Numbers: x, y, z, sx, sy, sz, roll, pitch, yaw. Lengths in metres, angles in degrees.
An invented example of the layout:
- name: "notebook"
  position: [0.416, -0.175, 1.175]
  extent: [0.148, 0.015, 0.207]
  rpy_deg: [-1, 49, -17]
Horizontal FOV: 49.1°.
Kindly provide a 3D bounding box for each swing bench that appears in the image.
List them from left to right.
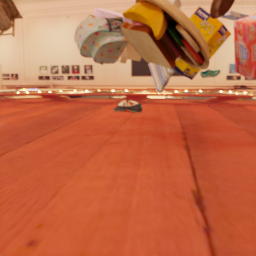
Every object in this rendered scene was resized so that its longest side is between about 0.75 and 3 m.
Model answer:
- name: "swing bench"
  position: [-4.454, -4.025, 9.952]
  extent: [0.740, 1.141, 1.135]
  rpy_deg: [-1, -32, 10]

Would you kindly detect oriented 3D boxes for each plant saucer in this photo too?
- name: "plant saucer"
  position: [2.378, -3.111, 6.857]
  extent: [0.177, 0.965, 0.965]
  rpy_deg: [42, 32, 27]

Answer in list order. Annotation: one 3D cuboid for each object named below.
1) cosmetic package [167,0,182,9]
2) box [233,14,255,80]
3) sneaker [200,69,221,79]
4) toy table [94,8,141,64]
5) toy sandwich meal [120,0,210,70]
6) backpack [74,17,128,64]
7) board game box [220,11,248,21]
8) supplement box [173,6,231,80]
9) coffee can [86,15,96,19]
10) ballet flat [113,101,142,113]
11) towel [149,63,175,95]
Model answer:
- name: "cosmetic package"
  position: [1.208, -3.556, 8.602]
  extent: [0.396, 0.976, 0.551]
  rpy_deg: [31, 2, 25]
- name: "box"
  position: [3.740, -2.403, 8.322]
  extent: [0.850, 1.657, 0.785]
  rpy_deg: [-20, 33, -7]
- name: "sneaker"
  position: [3.386, -2.265, 11.572]
  extent: [0.844, 0.336, 0.327]
  rpy_deg: [-7, 47, 32]
- name: "toy table"
  position: [-0.515, -3.677, 11.168]
  extent: [2.595, 1.653, 2.823]
  rpy_deg: [8, 23, -16]
- name: "toy sandwich meal"
  position: [0.928, -2.369, 7.629]
  extent: [2.928, 1.003, 2.928]
  rpy_deg: [43, 3, -3]
- name: "backpack"
  position: [-0.860, -2.729, 8.792]
  extent: [1.541, 1.182, 1.355]
  rpy_deg: [-3, -26, -30]
- name: "board game box"
  position: [4.038, -4.361, 10.900]
  extent: [0.901, 0.196, 0.905]
  rpy_deg: [5, 17, -21]
- name: "supplement box"
  position: [2.302, -2.827, 9.601]
  extent: [1.113, 2.033, 1.106]
  rpy_deg: [49, 24, 25]
- name: "coffee can"
  position: [-1.721, -4.481, 12.339]
  extent: [0.580, 0.793, 0.580]
  rpy_deg: [22, -26, 12]
- name: "ballet flat"
  position: [-0.023, -1.228, 15.779]
  extent: [1.822, 0.666, 0.666]
  rpy_deg: [5, 12, 28]
- name: "towel"
  position: [1.670, -3.026, 13.453]
  extent: [0.304, 1.877, 2.556]
  rpy_deg: [-9, -22, -17]
